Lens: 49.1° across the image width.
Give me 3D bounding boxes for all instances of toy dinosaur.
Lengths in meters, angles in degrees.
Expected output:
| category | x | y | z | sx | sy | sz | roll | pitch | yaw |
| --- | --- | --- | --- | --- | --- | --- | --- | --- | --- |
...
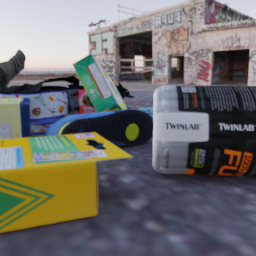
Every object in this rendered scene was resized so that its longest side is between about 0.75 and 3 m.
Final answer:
| category | x | y | z | sx | sy | sz | roll | pitch | yaw |
| --- | --- | --- | --- | --- | --- | --- | --- | --- | --- |
| toy dinosaur | -0.659 | -1.098 | 12.580 | 2.722 | 1.390 | 1.847 | -7 | -7 | -27 |

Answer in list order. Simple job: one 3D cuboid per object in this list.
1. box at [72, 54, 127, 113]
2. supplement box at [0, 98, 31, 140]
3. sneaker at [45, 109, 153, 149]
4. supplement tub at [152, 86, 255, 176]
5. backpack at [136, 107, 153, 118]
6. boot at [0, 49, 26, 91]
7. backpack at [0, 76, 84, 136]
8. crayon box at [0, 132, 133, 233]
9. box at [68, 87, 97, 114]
| category | x | y | z | sx | sy | sz | roll | pitch | yaw |
| --- | --- | --- | --- | --- | --- | --- | --- | --- | --- |
| box | -0.717 | -1.100 | 9.285 | 0.722 | 1.752 | 2.987 | -28 | -8 | 4 |
| supplement box | -3.084 | -0.021 | 6.216 | 1.738 | 1.168 | 1.739 | -3 | 10 | -19 |
| sneaker | -0.609 | 0.012 | 6.787 | 2.807 | 0.925 | 1.101 | -7 | 10 | -37 |
| supplement tub | 1.656 | 0.046 | 4.735 | 2.475 | 1.516 | 1.516 | 1 | 9 | 6 |
| backpack | 0.676 | -0.306 | 9.263 | 1.239 | 0.952 | 1.010 | 21 | 12 | 22 |
| boot | -3.637 | -1.551 | 8.572 | 1.165 | 0.604 | 1.784 | -51 | 6 | -37 |
| backpack | -2.663 | -0.625 | 8.307 | 2.216 | 1.707 | 2.111 | -4 | 4 | 16 |
| crayon box | -1.545 | 0.632 | 3.670 | 2.797 | 0.721 | 1.758 | -4 | 11 | -21 |
| box | -1.750 | -1.390 | 13.914 | 2.685 | 1.338 | 1.282 | 0 | 9 | -3 |
